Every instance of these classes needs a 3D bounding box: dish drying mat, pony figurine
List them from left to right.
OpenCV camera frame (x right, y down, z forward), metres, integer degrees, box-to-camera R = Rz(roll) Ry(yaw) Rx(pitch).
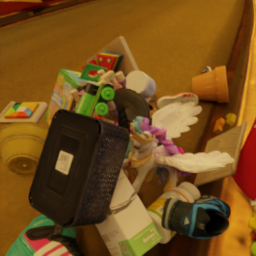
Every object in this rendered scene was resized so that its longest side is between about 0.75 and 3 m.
[{"bbox_3d":[0.912,0.735,7.321,2.708,2.806,2.336,-11,46,-19],"label":"pony figurine"},{"bbox_3d":[3.562,0.702,7.646,0.271,2.982,1.145,-13,44,-20],"label":"dish drying mat"}]

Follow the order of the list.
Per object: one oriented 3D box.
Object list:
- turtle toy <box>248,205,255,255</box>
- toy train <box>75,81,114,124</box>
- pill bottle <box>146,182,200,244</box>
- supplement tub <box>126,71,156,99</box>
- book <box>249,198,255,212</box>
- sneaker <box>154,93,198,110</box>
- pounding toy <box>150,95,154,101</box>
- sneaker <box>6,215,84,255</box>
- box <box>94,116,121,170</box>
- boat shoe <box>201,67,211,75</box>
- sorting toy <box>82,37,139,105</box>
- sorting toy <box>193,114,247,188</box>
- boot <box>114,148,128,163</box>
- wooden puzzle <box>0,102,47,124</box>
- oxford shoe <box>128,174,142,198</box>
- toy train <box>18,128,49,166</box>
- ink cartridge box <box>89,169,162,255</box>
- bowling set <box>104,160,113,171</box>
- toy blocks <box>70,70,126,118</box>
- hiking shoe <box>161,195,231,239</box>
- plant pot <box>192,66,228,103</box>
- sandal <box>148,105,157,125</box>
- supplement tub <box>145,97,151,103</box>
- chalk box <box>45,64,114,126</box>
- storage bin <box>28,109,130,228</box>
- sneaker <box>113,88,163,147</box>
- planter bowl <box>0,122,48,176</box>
[{"bbox_3d":[3.664,2.781,7.320,1.110,0.770,1.523,24,43,29],"label":"turtle toy"},{"bbox_3d":[-1.192,0.143,7.246,0.836,2.965,0.619,22,-2,-3],"label":"toy train"},{"bbox_3d":[1.176,2.151,7.376,0.910,0.910,1.638,30,45,34],"label":"pill bottle"},{"bbox_3d":[0.461,-1.495,9.866,0.821,0.821,1.244,15,2,19],"label":"supplement tub"},{"bbox_3d":[4.536,1.833,8.471,1.744,0.419,1.165,-18,31,19],"label":"book"},{"bbox_3d":[2.184,-1.285,12.844,2.118,0.816,0.867,-3,21,-19],"label":"sneaker"},{"bbox_3d":[0.693,-1.890,13.800,1.181,0.615,1.344,2,36,3],"label":"pounding toy"},{"bbox_3d":[-1.421,2.916,6.862,2.910,1.217,1.757,6,46,11],"label":"sneaker"},{"bbox_3d":[-1.201,0.489,8.641,1.591,0.455,2.325,20,45,32],"label":"box"},{"bbox_3d":[4.293,-3.073,15.544,0.545,0.439,1.175,4,37,-7],"label":"boat shoe"},{"bbox_3d":[-0.696,-2.085,11.439,2.321,2.335,0.812,-19,9,46],"label":"sorting toy"},{"bbox_3d":[3.067,0.584,8.948,0.364,2.026,2.719,32,58,-6],"label":"sorting toy"},{"bbox_3d":[0.071,1.104,9.901,0.998,0.330,0.874,32,75,21],"label":"boot"},{"bbox_3d":[-4.696,-0.752,12.502,1.740,0.324,1.610,4,36,5],"label":"wooden puzzle"},{"bbox_3d":[0.211,1.892,8.932,0.329,0.329,0.923,-18,41,-10],"label":"oxford shoe"},{"bbox_3d":[-3.282,0.723,10.129,0.468,0.632,2.242,-1,31,26],"label":"toy train"},{"bbox_3d":[-0.272,2.123,6.902,0.836,1.448,1.991,-23,76,-32],"label":"ink cartridge box"},{"bbox_3d":[-1.208,1.497,8.945,1.662,1.282,2.389,-31,40,-12],"label":"bowling set"},{"bbox_3d":[-0.683,-0.857,8.939,1.563,1.408,1.673,-41,32,-22],"label":"toy blocks"},{"bbox_3d":[1.923,2.227,6.664,2.627,0.977,1.139,10,-1,-45],"label":"hiking shoe"},{"bbox_3d":[3.861,-1.954,13.228,1.529,1.670,1.670,-6,33,20],"label":"plant pot"},{"bbox_3d":[0.642,-0.575,10.134,2.207,0.596,0.886,32,44,6],"label":"sandal"},{"bbox_3d":[0.090,-1.686,12.384,1.774,1.087,1.087,24,43,27],"label":"supplement tub"},{"bbox_3d":[-1.711,-1.072,10.484,1.742,2.800,1.733,8,24,-39],"label":"chalk box"},{"bbox_3d":[-1.074,0.848,6.116,1.505,2.227,1.044,16,-1,36],"label":"storage bin"},{"bbox_3d":[0.135,-0.117,8.259,1.163,0.973,2.562,-11,64,-43],"label":"sneaker"},{"bbox_3d":[-2.602,0.724,7.164,1.734,1.734,0.722,-2,43,-3],"label":"planter bowl"}]
